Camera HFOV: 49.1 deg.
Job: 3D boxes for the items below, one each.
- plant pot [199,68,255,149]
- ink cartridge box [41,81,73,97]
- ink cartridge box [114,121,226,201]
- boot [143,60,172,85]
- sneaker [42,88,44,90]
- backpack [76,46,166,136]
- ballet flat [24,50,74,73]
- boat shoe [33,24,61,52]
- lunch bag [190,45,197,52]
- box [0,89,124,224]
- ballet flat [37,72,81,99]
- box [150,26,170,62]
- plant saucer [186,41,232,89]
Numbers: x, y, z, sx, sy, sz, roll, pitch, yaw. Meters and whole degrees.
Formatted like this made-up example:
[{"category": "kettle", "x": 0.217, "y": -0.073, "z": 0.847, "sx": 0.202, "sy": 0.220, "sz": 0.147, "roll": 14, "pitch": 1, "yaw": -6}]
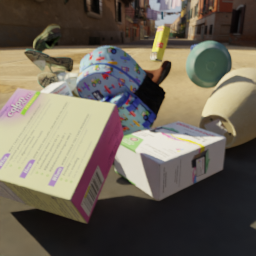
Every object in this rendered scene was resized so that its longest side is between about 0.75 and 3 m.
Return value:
[{"category": "plant pot", "x": 2.932, "y": -0.361, "z": 7.799, "sx": 2.035, "sy": 2.035, "sz": 2.173, "roll": 17, "pitch": 37, "yaw": 38}, {"category": "ink cartridge box", "x": -1.864, "y": -0.559, "z": 7.659, "sx": 0.500, "sy": 1.193, "sz": 0.861, "roll": -8, "pitch": 27, "yaw": 30}, {"category": "ink cartridge box", "x": 0.945, "y": 0.606, "z": 6.306, "sx": 2.073, "sy": 0.870, "sz": 1.501, "roll": -15, "pitch": 25, "yaw": -35}, {"category": "boot", "x": 0.369, "y": -1.944, "z": 9.076, "sx": 1.791, "sy": 1.686, "sz": 0.613, "roll": 40, "pitch": 52, "yaw": 5}, {"category": "sneaker", "x": -2.360, "y": -0.942, "z": 9.254, "sx": 1.195, "sy": 0.983, "sz": 2.597, "roll": 21, "pitch": 36, "yaw": -15}, {"category": "backpack", "x": -0.391, "y": -0.960, "z": 7.585, "sx": 2.047, "sy": 2.242, "sz": 1.508, "roll": -15, "pitch": 41, "yaw": 42}, {"category": "ballet flat", "x": -2.552, "y": -2.106, "z": 9.170, "sx": 1.645, "sy": 0.619, "sz": 0.558, "roll": 4, "pitch": -11, "yaw": -35}, {"category": "boat shoe", "x": -2.736, "y": -2.905, "z": 9.468, "sx": 1.475, "sy": 0.485, "sz": 0.527, "roll": -28, "pitch": -12, "yaw": 41}, {"category": "lunch bag", "x": 2.403, "y": -2.430, "z": 9.517, "sx": 0.516, "sy": 0.781, "sz": 0.530, "roll": -15, "pitch": 23, "yaw": -26}, {"category": "box", "x": -1.397, "y": 0.406, "z": 4.998, "sx": 2.093, "sy": 1.012, "sz": 1.841, "roll": 11, "pitch": 55, "yaw": 17}, {"category": "ballet flat", "x": -1.462, "y": -1.099, "z": 8.824, "sx": 2.731, "sy": 1.028, "sz": 0.926, "roll": 36, "pitch": 41, "yaw": -21}, {"category": "box", "x": 0.947, "y": -2.466, "z": 8.303, "sx": 0.252, "sy": 1.007, "sz": 0.379, "roll": 11, "pitch": 9, "yaw": -24}, {"category": "plant saucer", "x": 2.643, "y": -2.014, "z": 9.043, "sx": 1.515, "sy": 1.515, "sz": 0.272, "roll": 0, "pitch": 16, "yaw": 0}]
